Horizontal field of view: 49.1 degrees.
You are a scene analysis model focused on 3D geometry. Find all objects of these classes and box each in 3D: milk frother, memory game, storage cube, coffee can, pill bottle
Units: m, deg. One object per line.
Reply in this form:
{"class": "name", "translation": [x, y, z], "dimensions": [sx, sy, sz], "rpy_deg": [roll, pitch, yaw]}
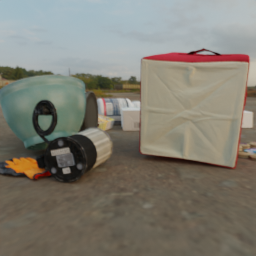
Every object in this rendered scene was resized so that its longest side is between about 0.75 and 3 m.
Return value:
{"class": "milk frother", "translation": [-1.277, 0.191, 6.400], "dimensions": [1.488, 1.649, 1.551], "rpy_deg": [7, 9, 16]}
{"class": "memory game", "translation": [4.130, 0.696, 8.373], "dimensions": [2.301, 0.147, 2.301], "rpy_deg": [0, 8, 0]}
{"class": "storage cube", "translation": [1.940, -0.683, 7.895], "dimensions": [2.557, 2.992, 2.689], "rpy_deg": [8, 18, 21]}
{"class": "coffee can", "translation": [-2.565, -0.486, 10.697], "dimensions": [2.489, 1.822, 1.822], "rpy_deg": [1, 8, 9]}
{"class": "pill bottle", "translation": [-0.495, -0.884, 15.177], "dimensions": [2.347, 1.403, 1.403], "rpy_deg": [-2, 8, -18]}

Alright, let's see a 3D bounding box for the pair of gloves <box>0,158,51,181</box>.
{"class": "pair of gloves", "translation": [-2.884, 0.965, 6.129], "dimensions": [2.003, 0.248, 1.785], "rpy_deg": [-9, 12, -43]}

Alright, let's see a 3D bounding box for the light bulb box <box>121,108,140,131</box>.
{"class": "light bulb box", "translation": [0.451, -0.457, 13.585], "dimensions": [1.555, 0.979, 1.569], "rpy_deg": [0, 8, -3]}

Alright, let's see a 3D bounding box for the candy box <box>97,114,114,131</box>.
{"class": "candy box", "translation": [-1.447, -0.236, 13.036], "dimensions": [1.006, 0.482, 1.743], "rpy_deg": [20, 14, 16]}

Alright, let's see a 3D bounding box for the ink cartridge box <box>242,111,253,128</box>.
{"class": "ink cartridge box", "translation": [5.435, -0.514, 14.648], "dimensions": [1.384, 0.799, 1.895], "rpy_deg": [-1, 8, -3]}

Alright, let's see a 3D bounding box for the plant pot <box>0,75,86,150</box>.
{"class": "plant pot", "translation": [-2.415, -0.292, 8.401], "dimensions": [2.550, 1.709, 2.550], "rpy_deg": [-12, -10, -2]}
